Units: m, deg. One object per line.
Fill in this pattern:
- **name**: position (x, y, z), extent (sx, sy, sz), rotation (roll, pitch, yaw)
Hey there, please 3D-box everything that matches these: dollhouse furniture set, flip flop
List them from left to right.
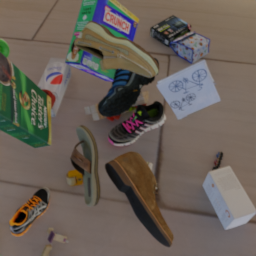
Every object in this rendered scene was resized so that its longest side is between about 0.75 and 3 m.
- **dollhouse furniture set**: position (-2.292, 3.665, 8.635), extent (0.625, 0.698, 0.881), rotation (30, 76, -27)
- **flip flop**: position (-1.195, 0.979, 7.402), extent (0.627, 0.883, 2.177), rotation (-1, 79, -25)

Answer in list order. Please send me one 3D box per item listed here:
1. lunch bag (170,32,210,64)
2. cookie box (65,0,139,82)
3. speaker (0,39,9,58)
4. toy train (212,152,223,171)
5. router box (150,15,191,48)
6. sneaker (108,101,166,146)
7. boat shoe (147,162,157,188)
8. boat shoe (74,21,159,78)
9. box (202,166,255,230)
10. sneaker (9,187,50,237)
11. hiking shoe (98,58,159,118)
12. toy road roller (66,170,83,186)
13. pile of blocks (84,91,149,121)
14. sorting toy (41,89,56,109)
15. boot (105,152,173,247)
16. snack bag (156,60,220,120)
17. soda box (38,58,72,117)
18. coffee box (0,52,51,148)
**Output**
- **lunch bag**: position (3.053, -4.136, 13.980), extent (1.336, 0.973, 1.572), rotation (-32, 53, -22)
- **cookie box**: position (-0.900, -3.296, 10.459), extent (0.997, 2.269, 2.652), rotation (15, 90, 39)
- **speaker**: position (-3.945, -2.353, 8.052), extent (0.661, 0.661, 1.494), rotation (-36, 42, -24)
- **toy train**: position (3.299, 1.299, 10.361), extent (0.243, 0.181, 1.059), rotation (13, 54, 25)
- **router box**: position (2.284, -5.215, 15.030), extent (1.824, 0.567, 1.367), rotation (-36, 61, -24)
- **sneaker**: position (0.364, -0.268, 10.906), extent (2.672, 1.169, 0.986), rotation (-26, 57, -19)
- **boat shoe**: position (0.700, 1.989, 9.600), extent (0.568, 0.621, 1.662), rotation (11, 64, 6)
- **boat shoe**: position (-0.433, -2.160, 8.604), extent (2.909, 1.043, 1.108), rotation (34, 78, 24)
- **box**: position (3.221, 2.260, 9.082), extent (0.804, 1.026, 1.649), rotation (-13, 54, -10)
- **sneaker**: position (-3.145, 2.631, 9.039), extent (0.679, 0.670, 1.734), rotation (19, 54, 16)
- **hiking shoe**: position (-0.131, -1.479, 9.688), extent (2.718, 1.011, 1.178), rotation (-45, 54, -14)
- **toy road roller**: position (-1.722, 1.594, 9.904), extent (0.936, 0.575, 0.683), rotation (-9, 41, -13)
- **pile of blocks**: position (-0.380, -0.799, 11.681), extent (2.737, 1.124, 0.851), rotation (-14, 97, 1)
- **sorting toy**: position (-3.609, -0.702, 10.003), extent (2.066, 0.848, 1.241), rotation (-6, 43, -6)
- **boot**: position (0.535, 1.833, 7.457), extent (1.016, 0.991, 2.692), rotation (-29, 82, -29)
- **snack bag**: position (1.738, -1.002, 7.820), extent (1.422, 1.508, 0.161), rotation (-25, 38, 19)
- **soda box**: position (-3.281, -1.827, 12.234), extent (0.877, 0.944, 2.766), rotation (7, 53, 5)
- **coffee box**: position (-3.034, -0.646, 7.770), extent (0.629, 2.861, 1.759), rotation (-11, 67, 9)
